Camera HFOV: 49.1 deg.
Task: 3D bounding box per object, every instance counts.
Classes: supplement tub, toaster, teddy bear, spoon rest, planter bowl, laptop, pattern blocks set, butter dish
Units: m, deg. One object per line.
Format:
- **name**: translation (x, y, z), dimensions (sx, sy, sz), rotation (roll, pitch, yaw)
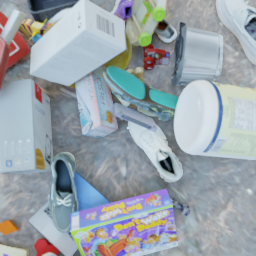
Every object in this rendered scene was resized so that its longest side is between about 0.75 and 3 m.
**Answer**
- **supplement tub**: translation (2.800, -0.156, 7.512), dimensions (2.673, 1.938, 1.938), rotation (6, 80, -15)
- **toaster**: translation (2.115, -2.201, 8.630), dimensions (1.310, 1.152, 2.028), rotation (8, 78, -3)
- **teddy bear**: translation (0.249, -1.278, 8.768), dimensions (0.909, 0.419, 1.254), rotation (-23, 84, 15)
- **spoon rest**: translation (-2.227, -3.291, 9.025), dimensions (1.795, 0.892, 0.544), rotation (-21, 65, 9)
- **planter bowl**: translation (-1.275, -2.469, 8.292), dimensions (2.614, 2.614, 1.089), rotation (-11, 53, -2)
- **laptop**: translation (-1.610, 2.402, 7.862), dimensions (1.558, 0.965, 1.664), rotation (40, 53, 7)
- **pattern blocks set**: translation (-3.678, 3.979, 7.989), dimensions (2.928, 0.237, 2.574), rotation (20, 81, 4)
- **butter dish**: translation (-4.101, -2.702, 8.793), dimensions (1.466, 1.087, 1.470), rotation (-36, 124, -3)

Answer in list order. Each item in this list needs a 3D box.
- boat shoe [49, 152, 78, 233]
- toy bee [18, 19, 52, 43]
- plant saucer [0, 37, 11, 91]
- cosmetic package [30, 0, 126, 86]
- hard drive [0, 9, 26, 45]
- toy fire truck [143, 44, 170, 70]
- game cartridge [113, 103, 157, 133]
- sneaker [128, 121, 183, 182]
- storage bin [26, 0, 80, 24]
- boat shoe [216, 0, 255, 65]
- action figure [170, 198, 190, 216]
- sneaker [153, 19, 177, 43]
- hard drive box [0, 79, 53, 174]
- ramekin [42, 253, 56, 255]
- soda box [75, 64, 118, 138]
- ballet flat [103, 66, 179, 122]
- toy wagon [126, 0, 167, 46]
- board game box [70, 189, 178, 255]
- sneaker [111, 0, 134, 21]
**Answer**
- **boat shoe**: translation (-1.819, 1.814, 7.679), dimensions (0.823, 0.699, 2.262), rotation (1, 89, -1)
- **toy bee**: translation (-2.635, -3.058, 8.769), dimensions (1.545, 0.840, 1.012), rotation (8, 61, -18)
- **plant saucer**: translation (-3.285, -1.639, 6.683), dimensions (1.497, 0.275, 1.494), rotation (43, 120, 30)
- **cosmetic package**: translation (-1.298, -1.944, 6.856), dimensions (2.370, 1.202, 0.844), rotation (-20, 67, 41)
- **hard drive**: translation (-3.024, -2.417, 7.129), dimensions (0.158, 0.796, 1.206), rotation (31, 101, -17)
- **toy fire truck**: translation (0.886, -2.212, 8.714), dimensions (0.816, 0.972, 0.545), rotation (-2, 78, 4)
- **game cartridge**: translation (0.181, -0.293, 7.814), dimensions (1.235, 0.801, 0.237), rotation (22, 104, -15)
- **sneaker**: translation (0.814, 0.564, 8.193), dimensions (0.869, 0.937, 2.313), rotation (-38, 81, 4)
- **storage bin**: translation (-2.319, -4.224, 9.119), dimensions (1.808, 0.848, 1.222), rotation (-16, 80, -4)
- **boat shoe**: translation (3.767, -3.314, 8.897), dimensions (0.999, 0.950, 2.774), rotation (-21, 81, -4)
- **action figure**: translation (1.404, 2.235, 8.177), dimensions (0.835, 0.543, 0.290), rotation (29, 95, -9)
- **sneaker**: translation (0.827, -3.370, 8.937), dimensions (1.666, 0.660, 0.616), rotation (38, 92, 26)
- **hard drive box**: translation (-2.818, 0.066, 7.861), dimensions (0.905, 1.836, 2.356), rotation (-6, 81, -2)
- **ramekin**: translation (-1.913, 4.169, 6.766), dimensions (1.057, 2.169, 2.169), rotation (-29, 81, -11)
- **soda box**: translation (-0.984, -0.880, 8.154), dimensions (0.767, 0.713, 2.244), rotation (-29, 61, 33)
- **ballet flat**: translation (0.335, -0.841, 8.131), dimensions (2.662, 0.988, 0.988), rotation (24, 80, -19)
- **toy wagon**: translation (0.605, -3.567, 8.139), dimensions (0.463, 2.338, 1.814), rotation (9, 44, -29)
- **board game box**: translation (-0.053, 2.750, 7.524), dimensions (2.587, 0.579, 1.740), rotation (-14, 123, -2)
- **sneaker**: translation (-0.197, -3.523, 8.743), dimensions (0.541, 1.341, 0.559), rotation (-32, 83, -24)
